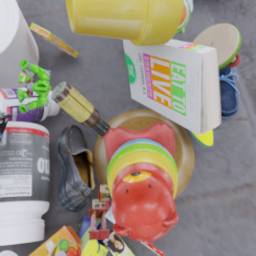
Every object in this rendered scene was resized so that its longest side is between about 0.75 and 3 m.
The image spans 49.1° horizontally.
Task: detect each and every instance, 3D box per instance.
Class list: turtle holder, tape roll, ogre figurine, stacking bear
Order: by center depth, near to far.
[{"bbox_3d":[0.278,1.056,5.532,1.698,2.796,1.590,-6,106,4],"label":"stacking bear"},{"bbox_3d":[-1.848,-0.784,5.533,0.608,0.497,1.014,7,81,2],"label":"ogre figurine"},{"bbox_3d":[1.008,-3.461,7.276,1.472,1.376,1.938,15,80,5],"label":"turtle holder"},{"bbox_3d":[-4.171,-2.404,7.877,2.842,1.951,2.842,1,74,-3],"label":"tape roll"}]

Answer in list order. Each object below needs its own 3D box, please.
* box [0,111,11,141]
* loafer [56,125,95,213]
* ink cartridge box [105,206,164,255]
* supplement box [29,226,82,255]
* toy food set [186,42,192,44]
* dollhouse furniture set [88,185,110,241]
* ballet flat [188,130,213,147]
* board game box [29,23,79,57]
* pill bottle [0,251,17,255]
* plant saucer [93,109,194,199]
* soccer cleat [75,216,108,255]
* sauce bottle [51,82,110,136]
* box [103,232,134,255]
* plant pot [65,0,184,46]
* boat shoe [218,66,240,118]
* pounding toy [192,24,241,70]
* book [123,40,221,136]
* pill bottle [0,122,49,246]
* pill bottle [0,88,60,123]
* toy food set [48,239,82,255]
[{"bbox_3d":[-2.786,0.264,5.603,0.292,1.176,1.167,23,91,-15],"label":"box"},{"bbox_3d":[-1.186,0.806,6.938,0.882,0.888,2.439,-40,45,28],"label":"loafer"},{"bbox_3d":[0.267,2.306,6.292,1.404,1.618,0.352,29,75,18],"label":"ink cartridge box"},{"bbox_3d":[-1.844,2.909,6.172,1.636,0.544,0.563,-40,71,-9],"label":"supplement box"},{"bbox_3d":[1.302,-1.825,7.942,1.781,0.582,1.048,0,101,20],"label":"toy food set"},{"bbox_3d":[-0.634,1.823,6.002,0.457,1.123,0.604,-1,36,-6],"label":"dollhouse furniture set"},{"bbox_3d":[1.774,-0.413,7.536,0.669,0.671,2.002,8,40,-34],"label":"ballet flat"},{"bbox_3d":[-2.075,-2.480,8.117,0.734,1.536,0.230,32,96,22],"label":"board game box"},{"bbox_3d":[-2.740,3.008,5.647,1.070,0.604,0.604,-37,72,12],"label":"pill bottle"},{"bbox_3d":[0.432,0.691,7.592,2.831,0.501,2.831,0,69,0],"label":"plant saucer"},{"bbox_3d":[-0.898,3.132,6.606,0.850,0.657,2.033,3,70,-4],"label":"soccer cleat"},{"bbox_3d":[-1.149,-0.401,7.150,0.581,1.797,0.581,-27,38,24],"label":"sauce bottle"},{"bbox_3d":[-0.131,3.072,6.824,0.406,0.270,1.079,-39,75,-13],"label":"box"},{"bbox_3d":[-0.199,-2.406,5.075,1.785,1.898,1.898,-10,70,-14],"label":"plant pot"},{"bbox_3d":[2.485,-1.590,8.214,1.127,0.919,2.679,-17,70,-6],"label":"boat shoe"},{"bbox_3d":[2.072,-1.639,6.854,1.647,0.764,1.272,-45,43,15],"label":"pounding toy"},{"bbox_3d":[0.904,-1.181,6.564,0.646,1.797,2.689,-26,35,-24],"label":"book"},{"bbox_3d":[-2.696,1.346,6.776,1.534,1.534,2.694,-5,72,-2],"label":"pill bottle"},{"bbox_3d":[-2.720,-0.585,7.416,1.685,0.939,0.939,-11,64,-45],"label":"pill bottle"},{"bbox_3d":[-1.182,2.571,5.298,0.209,0.851,0.860,-24,39,35],"label":"toy food set"}]
